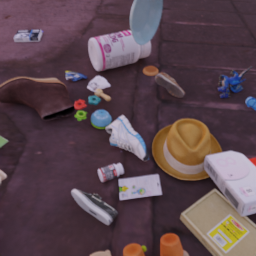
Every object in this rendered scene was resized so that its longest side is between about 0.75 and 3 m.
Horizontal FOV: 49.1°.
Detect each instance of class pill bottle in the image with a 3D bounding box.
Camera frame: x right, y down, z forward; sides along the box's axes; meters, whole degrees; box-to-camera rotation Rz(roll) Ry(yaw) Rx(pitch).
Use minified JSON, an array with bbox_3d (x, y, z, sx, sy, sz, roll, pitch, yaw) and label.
[{"bbox_3d":[-0.570,1.459,9.217,0.776,0.450,0.450,-18,46,-17],"label":"pill bottle"},{"bbox_3d":[-0.416,-3.937,14.041,2.849,1.615,1.615,-19,47,-19],"label":"pill bottle"}]

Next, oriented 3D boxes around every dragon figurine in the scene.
[{"bbox_3d":[4.871,-2.031,12.702,2.208,0.650,1.098,-19,48,-11],"label":"dragon figurine"}]

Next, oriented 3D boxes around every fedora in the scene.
[{"bbox_3d":[2.104,0.519,9.737,2.703,1.102,2.703,0,44,0],"label":"fedora"}]

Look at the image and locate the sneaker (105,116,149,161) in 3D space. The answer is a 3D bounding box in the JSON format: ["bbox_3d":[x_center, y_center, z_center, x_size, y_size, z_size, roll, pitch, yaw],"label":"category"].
[{"bbox_3d":[-0.087,0.518,10.049,1.002,0.866,2.311,-27,42,-14],"label":"sneaker"}]

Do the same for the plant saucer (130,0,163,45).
[{"bbox_3d":[0.638,-4.647,11.454,0.467,2.425,2.425,23,48,25],"label":"plant saucer"}]

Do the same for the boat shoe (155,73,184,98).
[{"bbox_3d":[1.915,-1.947,12.412,1.517,0.574,0.545,40,51,0],"label":"boat shoe"}]

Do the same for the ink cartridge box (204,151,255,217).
[{"bbox_3d":[3.998,1.470,8.652,2.594,0.740,2.108,-13,35,-11],"label":"ink cartridge box"}]

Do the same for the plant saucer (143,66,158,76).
[{"bbox_3d":[1.124,-2.869,13.995,0.777,0.145,0.777,0,43,0],"label":"plant saucer"}]

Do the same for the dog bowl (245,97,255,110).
[{"bbox_3d":[5.278,-1.027,11.776,0.756,0.422,0.187,22,20,-15],"label":"dog bowl"}]

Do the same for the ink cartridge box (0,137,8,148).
[{"bbox_3d":[-5.567,0.580,9.854,2.805,0.832,1.456,25,49,24],"label":"ink cartridge box"}]

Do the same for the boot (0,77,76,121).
[{"bbox_3d":[-3.843,-1.151,11.509,2.921,1.057,2.430,-16,44,-21],"label":"boot"}]

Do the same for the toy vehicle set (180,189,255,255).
[{"bbox_3d":[2.777,2.930,7.760,1.464,0.312,2.356,-26,49,-25],"label":"toy vehicle set"}]

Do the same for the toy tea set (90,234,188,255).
[{"bbox_3d":[0.289,3.631,6.829,2.721,1.007,1.618,-13,15,-9],"label":"toy tea set"}]

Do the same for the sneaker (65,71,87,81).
[{"bbox_3d":[-2.488,-2.433,13.403,1.051,0.432,0.388,6,12,-19],"label":"sneaker"}]

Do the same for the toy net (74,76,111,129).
[{"bbox_3d":[-1.447,-1.144,11.706,1.476,0.543,2.813,1,46,-6],"label":"toy net"}]

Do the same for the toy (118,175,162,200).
[{"bbox_3d":[0.364,1.921,8.839,1.293,0.305,0.744,-6,47,0],"label":"toy"}]

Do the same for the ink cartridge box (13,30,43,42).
[{"bbox_3d":[-5.928,-5.584,16.738,1.430,0.313,1.444,-3,42,-2],"label":"ink cartridge box"}]

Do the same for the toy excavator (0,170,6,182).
[{"bbox_3d":[-4.035,2.282,7.442,2.239,1.118,2.177,-45,35,-17],"label":"toy excavator"}]

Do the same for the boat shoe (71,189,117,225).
[{"bbox_3d":[-1.020,2.261,8.350,1.543,0.546,0.491,32,52,19],"label":"boat shoe"}]
